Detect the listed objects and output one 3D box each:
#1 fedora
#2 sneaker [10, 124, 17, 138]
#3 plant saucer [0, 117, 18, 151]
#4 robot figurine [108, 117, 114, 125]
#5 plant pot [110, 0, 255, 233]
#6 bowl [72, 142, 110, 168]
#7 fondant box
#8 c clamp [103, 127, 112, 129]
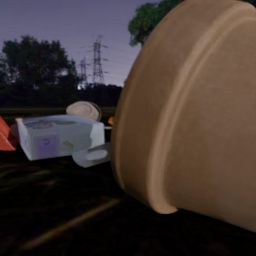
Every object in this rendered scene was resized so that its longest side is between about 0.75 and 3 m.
[{"bbox_3d":[-1.905,-0.563,11.158,1.558,1.378,0.704,8,-23,14],"label":"fedora"},{"bbox_3d":[-3.790,0.091,10.324,0.936,0.621,1.645,9,2,32],"label":"sneaker"},{"bbox_3d":[-4.226,-0.241,8.554,0.394,2.142,2.147,-36,16,-13],"label":"plant saucer"},{"bbox_3d":[-0.037,-0.211,12.242,1.535,0.447,1.113,-4,-33,32],"label":"robot figurine"},{"bbox_3d":[1.458,0.101,2.984,2.225,2.552,2.552,25,19,32],"label":"plant pot"},{"bbox_3d":[-0.588,0.563,6.047,0.996,0.372,0.998,-18,-3,23],"label":"bowl"},{"bbox_3d":[-2.089,0.158,8.148,1.953,0.788,2.707,-6,9,-26],"label":"fondant box"},{"bbox_3d":[-1.653,0.129,11.005,2.309,0.366,2.702,-1,9,0],"label":"c clamp"}]
